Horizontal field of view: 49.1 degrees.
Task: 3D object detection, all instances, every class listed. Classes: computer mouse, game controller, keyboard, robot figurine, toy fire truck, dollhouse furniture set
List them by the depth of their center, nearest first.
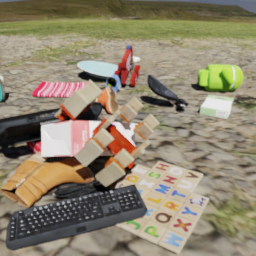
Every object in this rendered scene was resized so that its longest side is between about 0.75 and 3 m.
[{"bbox_3d":[-1.110,1.590,5.965,2.807,0.556,1.461,-9,23,-15],"label":"keyboard"},{"bbox_3d":[-0.547,0.039,6.343,2.048,1.066,2.070,46,39,-5],"label":"dollhouse furniture set"},{"bbox_3d":[-2.144,-0.146,7.531,2.940,1.533,0.619,-13,70,-21],"label":"game controller"},{"bbox_3d":[1.491,-1.401,11.393,1.987,0.524,1.376,37,9,-5],"label":"computer mouse"},{"bbox_3d":[4.439,-2.374,13.366,2.136,1.235,1.874,2,12,3],"label":"robot figurine"},{"bbox_3d":[-0.021,-3.134,13.995,1.143,1.713,2.039,11,44,6],"label":"toy fire truck"}]

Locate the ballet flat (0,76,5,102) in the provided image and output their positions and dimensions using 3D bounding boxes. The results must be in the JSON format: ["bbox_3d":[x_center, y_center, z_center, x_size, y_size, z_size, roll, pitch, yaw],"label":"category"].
[{"bbox_3d":[-5.739,-2.247,11.722,0.805,2.373,0.893,-7,39,12],"label":"ballet flat"}]

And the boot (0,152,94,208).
[{"bbox_3d":[-1.902,1.277,6.647,1.871,0.718,1.453,18,37,15],"label":"boot"}]

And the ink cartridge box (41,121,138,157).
[{"bbox_3d":[-0.807,0.323,7.351,2.488,0.840,1.449,2,-6,-43],"label":"ink cartridge box"}]

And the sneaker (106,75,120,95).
[{"bbox_3d":[-0.674,-2.065,12.990,0.661,0.750,1.683,11,38,-2],"label":"sneaker"}]

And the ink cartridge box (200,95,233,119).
[{"bbox_3d":[3.606,-0.877,11.343,1.070,0.353,1.471,12,29,24],"label":"ink cartridge box"}]

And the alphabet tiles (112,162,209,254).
[{"bbox_3d":[0.708,1.573,6.567,2.156,0.097,2.579,13,30,30],"label":"alphabet tiles"}]

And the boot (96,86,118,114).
[{"bbox_3d":[-0.898,-0.983,11.435,0.839,0.587,1.565,-29,40,13],"label":"boot"}]

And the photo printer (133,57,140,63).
[{"bbox_3d":[0.369,-4.646,19.068,0.757,0.263,0.630,16,31,31],"label":"photo printer"}]

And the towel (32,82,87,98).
[{"bbox_3d":[-3.167,-1.847,13.408,2.452,0.276,1.773,1,27,1],"label":"towel"}]

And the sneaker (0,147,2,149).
[{"bbox_3d":[-4.309,0.330,8.245,1.426,0.557,0.644,4,1,37],"label":"sneaker"}]

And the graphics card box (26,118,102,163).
[{"bbox_3d":[-1.784,0.271,8.732,2.385,0.607,1.497,-21,33,-34],"label":"graphics card box"}]

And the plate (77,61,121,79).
[{"bbox_3d":[-1.401,-3.160,15.579,2.853,0.365,2.853,9,25,-4],"label":"plate"}]
